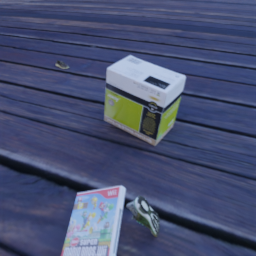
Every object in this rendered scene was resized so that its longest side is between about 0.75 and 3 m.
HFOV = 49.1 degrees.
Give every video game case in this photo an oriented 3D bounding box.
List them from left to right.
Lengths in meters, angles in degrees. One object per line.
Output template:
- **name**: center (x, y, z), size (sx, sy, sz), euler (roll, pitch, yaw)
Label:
- **video game case**: center (-0.734, 2.098, 5.640), size (1.292, 0.158, 1.807), euler (-17, 46, 30)

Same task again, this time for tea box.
- **tea box**: center (0.474, -0.929, 9.314), size (2.138, 2.104, 1.429), euler (27, 42, 21)

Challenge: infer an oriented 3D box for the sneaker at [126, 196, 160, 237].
- **sneaker**: center (0.338, 1.988, 6.234), size (0.479, 1.081, 0.416), euler (-22, 17, 30)

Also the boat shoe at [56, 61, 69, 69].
- **boat shoe**: center (-3.539, -3.373, 14.899), size (0.909, 0.294, 0.333), euler (21, 38, 28)
